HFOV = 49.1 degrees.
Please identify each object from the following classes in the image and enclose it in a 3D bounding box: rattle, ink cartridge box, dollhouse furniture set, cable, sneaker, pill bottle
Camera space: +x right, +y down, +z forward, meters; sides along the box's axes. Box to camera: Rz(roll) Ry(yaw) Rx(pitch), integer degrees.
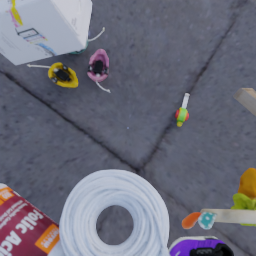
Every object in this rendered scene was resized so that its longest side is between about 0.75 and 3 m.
[{"bbox_3d":[1.518,1.084,4.364,1.373,0.894,0.981,8,89,-11],"label":"rattle"},{"bbox_3d":[-1.703,-2.134,5.162,1.669,1.207,1.229,-8,63,20],"label":"ink cartridge box"},{"bbox_3d":[3.568,-1.305,6.077,1.136,1.331,2.567,50,125,26],"label":"dollhouse furniture set"},{"bbox_3d":[-0.196,1.477,4.290,1.636,0.566,1.636,0,71,3],"label":"cable"},{"bbox_3d":[1.485,2.501,5.542,1.435,0.713,0.499,0,93,-27],"label":"sneaker"},{"bbox_3d":[-1.707,1.996,4.673,2.088,1.192,1.192,34,79,5],"label":"pill bottle"}]

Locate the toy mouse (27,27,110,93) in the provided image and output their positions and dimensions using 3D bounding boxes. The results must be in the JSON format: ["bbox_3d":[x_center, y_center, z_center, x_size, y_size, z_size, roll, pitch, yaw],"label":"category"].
[{"bbox_3d":[-1.378,-2.160,8.777,2.595,0.502,2.306,30,79,7],"label":"toy mouse"}]

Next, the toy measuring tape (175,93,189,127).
[{"bbox_3d":[1.684,-0.578,8.466,0.412,0.412,1.120,17,77,4],"label":"toy measuring tape"}]
